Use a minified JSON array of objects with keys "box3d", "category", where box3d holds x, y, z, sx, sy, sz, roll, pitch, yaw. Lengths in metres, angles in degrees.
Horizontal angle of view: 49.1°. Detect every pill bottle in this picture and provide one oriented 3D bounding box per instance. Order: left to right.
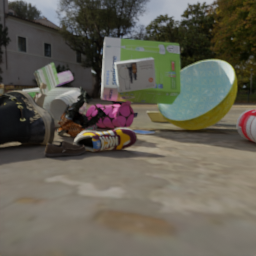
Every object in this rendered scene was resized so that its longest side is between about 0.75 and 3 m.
[{"box3d":[3.372,-0.011,6.981,0.847,0.847,1.508,0,6,2],"category":"pill bottle"}]

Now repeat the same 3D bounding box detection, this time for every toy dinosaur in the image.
[{"box3d":[-1.501,-0.207,8.464,2.280,1.547,1.165,45,-4,47],"category":"toy dinosaur"}]

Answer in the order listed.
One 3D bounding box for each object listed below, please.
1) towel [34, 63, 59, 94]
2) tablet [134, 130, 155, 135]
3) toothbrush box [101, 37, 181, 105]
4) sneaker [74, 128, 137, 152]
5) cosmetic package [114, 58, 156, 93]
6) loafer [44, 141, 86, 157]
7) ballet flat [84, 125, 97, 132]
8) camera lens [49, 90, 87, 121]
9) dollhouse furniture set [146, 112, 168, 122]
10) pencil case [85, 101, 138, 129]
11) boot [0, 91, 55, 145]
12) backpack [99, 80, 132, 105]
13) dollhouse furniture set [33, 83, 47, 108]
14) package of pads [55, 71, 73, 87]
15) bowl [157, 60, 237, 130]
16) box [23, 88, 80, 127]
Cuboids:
[{"box3d":[-2.844,-1.743,9.844,0.172,0.835,1.120,1,29,19],"category":"towel"},{"box3d":[0.417,0.150,9.265,0.530,0.056,0.815,-6,7,-41],"category":"tablet"},{"box3d":[0.430,-2.030,10.170,2.722,1.982,1.172,3,-18,-8],"category":"toothbrush box"},{"box3d":[-0.491,0.308,6.048,1.349,0.506,0.608,-5,14,10],"category":"sneaker"},{"box3d":[0.236,-1.689,8.985,1.240,0.935,0.320,-10,24,-8],"category":"cosmetic package"},{"box3d":[-1.251,0.407,5.626,0.838,0.297,0.306,-3,7,-29],"category":"loafer"},{"box3d":[-1.672,-0.091,9.566,0.557,0.541,1.565,-12,15,-35],"category":"ballet flat"},{"box3d":[-2.162,-0.817,10.285,0.956,0.956,1.195,3,21,25],"category":"camera lens"},{"box3d":[2.294,-1.260,13.022,2.916,2.069,2.310,1,6,7],"category":"dollhouse furniture set"},{"box3d":[-0.721,-0.488,10.578,0.972,1.003,2.142,8,-4,-44],"category":"pencil case"},{"box3d":[-3.357,-0.239,6.998,2.096,1.019,2.784,-9,30,-43],"category":"boot"},{"box3d":[-0.285,-1.516,11.348,1.082,1.404,1.337,-40,-29,11],"category":"backpack"},{"box3d":[-2.942,-0.638,8.347,0.812,1.664,1.419,14,1,-25],"category":"dollhouse furniture set"},{"box3d":[-3.039,-2.051,12.039,1.199,0.454,0.723,-25,11,-27],"category":"package of pads"},{"box3d":[2.765,-0.943,10.492,2.952,2.952,1.588,7,-32,47],"category":"bowl"},{"box3d":[-3.138,-0.835,11.455,1.786,1.530,1.777,-6,7,-42],"category":"box"}]
